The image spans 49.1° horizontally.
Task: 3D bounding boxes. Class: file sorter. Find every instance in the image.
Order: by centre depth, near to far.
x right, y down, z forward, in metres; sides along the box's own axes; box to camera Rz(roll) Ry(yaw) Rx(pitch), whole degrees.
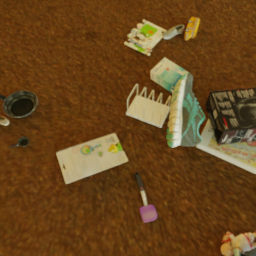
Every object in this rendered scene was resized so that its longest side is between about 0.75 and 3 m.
[{"bbox_3d":[0.793,-0.888,10.755,1.481,0.922,1.028,22,60,13],"label":"file sorter"}]

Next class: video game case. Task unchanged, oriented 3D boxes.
[{"bbox_3d":[4.315,0.262,10.364,2.838,0.325,2.583,25,61,15],"label":"video game case"}]

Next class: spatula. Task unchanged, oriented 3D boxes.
[{"bbox_3d":[0.499,2.213,9.190,0.498,0.181,1.761,-11,57,-9],"label":"spatula"}]

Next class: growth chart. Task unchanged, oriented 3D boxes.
[{"bbox_3d":[0.797,-4.379,13.455,1.622,0.199,2.241,26,59,15],"label":"growth chart"}]

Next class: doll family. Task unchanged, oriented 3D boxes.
[{"bbox_3d":[3.427,3.896,7.549,1.504,1.092,2.423,-15,58,-9],"label":"doll family"}]

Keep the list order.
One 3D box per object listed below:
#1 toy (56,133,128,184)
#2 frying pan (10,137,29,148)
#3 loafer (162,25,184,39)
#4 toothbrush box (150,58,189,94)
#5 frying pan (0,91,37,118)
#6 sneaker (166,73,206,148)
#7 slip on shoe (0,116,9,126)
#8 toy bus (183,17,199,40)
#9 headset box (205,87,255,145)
[{"bbox_3d":[-1.231,1.097,9.716,2.179,0.514,1.255,-21,57,-10],"label":"toy"},{"bbox_3d":[-3.947,0.616,10.264,0.439,0.118,0.726,34,65,21],"label":"frying pan"},{"bbox_3d":[2.154,-4.636,13.457,1.213,0.423,0.424,-30,73,-17],"label":"loafer"},{"bbox_3d":[1.730,-2.186,11.755,1.317,0.562,0.964,39,73,23],"label":"toothbrush box"},{"bbox_3d":[-4.691,-0.912,11.115,2.231,0.363,1.350,-1,56,2],"label":"frying pan"},{"bbox_3d":[2.178,-0.587,10.074,1.273,1.083,2.792,10,80,-5],"label":"sneaker"},{"bbox_3d":[-5.062,-0.353,10.786,0.945,0.286,0.359,18,59,11],"label":"slip on shoe"},{"bbox_3d":[3.071,-4.794,13.587,0.514,0.427,1.313,16,58,9],"label":"toy bus"},{"bbox_3d":[4.268,-0.474,10.093,2.449,0.946,1.822,-5,57,-4],"label":"headset box"}]
